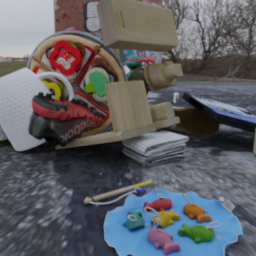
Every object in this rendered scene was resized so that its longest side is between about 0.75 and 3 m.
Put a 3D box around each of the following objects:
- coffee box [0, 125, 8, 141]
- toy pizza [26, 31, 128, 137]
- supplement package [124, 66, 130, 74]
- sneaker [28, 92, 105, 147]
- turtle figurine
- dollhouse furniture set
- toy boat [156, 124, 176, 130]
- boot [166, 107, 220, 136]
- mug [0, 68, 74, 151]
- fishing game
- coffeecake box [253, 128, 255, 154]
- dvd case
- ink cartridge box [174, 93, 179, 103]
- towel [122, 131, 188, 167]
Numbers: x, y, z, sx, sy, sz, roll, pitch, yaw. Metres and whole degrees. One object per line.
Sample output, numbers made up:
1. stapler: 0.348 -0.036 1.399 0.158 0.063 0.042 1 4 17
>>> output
1. coffee box: -3.716 -0.241 7.660 1.160 1.149 1.162 -4 6 11
2. toy pizza: -1.474 -1.059 7.597 2.981 2.981 0.472 2 21 11
3. supplement package: -0.037 -1.536 8.784 0.455 0.460 0.759 -39 31 9
4. sneaker: -1.394 -0.109 6.472 0.795 1.099 2.250 31 13 27
5. turtle figurine: 0.059 -1.191 8.320 1.940 2.592 1.305 -6 18 -23
6. dollhouse furniture set: -0.330 -1.256 7.182 2.419 2.969 2.823 -11 1 44
7. toy boat: 0.983 -0.170 7.997 0.756 0.636 0.351 13 -20 30
8. boot: 1.831 -0.299 9.304 2.230 0.804 1.724 10 6 12
9. mug: -2.313 -0.627 6.985 1.957 1.716 1.445 -25 18 -7
10. fishing game: 0.558 1.111 3.514 1.741 0.378 2.431 -9 15 -26
11. coffeecake box: 3.853 0.442 5.958 1.786 0.652 1.371 1 12 2
12. dvd case: 2.919 -0.408 8.085 2.136 0.263 2.994 14 16 -7
13. ink cartridge box: 2.962 -1.809 17.152 0.251 0.543 0.997 1 12 3
14. towel: 0.606 0.449 6.300 1.216 0.520 1.007 -10 14 -27
